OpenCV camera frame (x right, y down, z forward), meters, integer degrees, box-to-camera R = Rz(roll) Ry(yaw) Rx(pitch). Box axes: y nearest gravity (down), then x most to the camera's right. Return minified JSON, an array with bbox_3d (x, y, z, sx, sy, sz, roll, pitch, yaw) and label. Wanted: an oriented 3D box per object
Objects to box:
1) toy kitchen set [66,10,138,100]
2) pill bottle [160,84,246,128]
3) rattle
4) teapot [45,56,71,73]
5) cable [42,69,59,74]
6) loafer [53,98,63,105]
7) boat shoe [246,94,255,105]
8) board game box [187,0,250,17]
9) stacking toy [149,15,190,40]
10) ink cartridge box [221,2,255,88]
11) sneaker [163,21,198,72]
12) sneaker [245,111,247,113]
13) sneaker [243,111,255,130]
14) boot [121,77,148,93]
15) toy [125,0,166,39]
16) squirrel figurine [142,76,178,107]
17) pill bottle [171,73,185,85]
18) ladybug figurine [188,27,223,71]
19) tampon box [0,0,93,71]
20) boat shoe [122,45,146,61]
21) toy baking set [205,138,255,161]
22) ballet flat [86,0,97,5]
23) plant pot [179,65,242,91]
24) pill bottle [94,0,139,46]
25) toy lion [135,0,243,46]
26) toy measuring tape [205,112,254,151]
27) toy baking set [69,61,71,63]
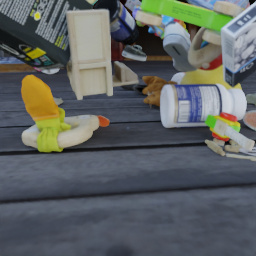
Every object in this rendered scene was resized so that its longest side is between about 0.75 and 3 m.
[{"bbox_3d":[-0.619,-1.897,6.726,1.648,1.822,2.019,-9,28,-15],"label":"toy kitchen set"},{"bbox_3d":[2.290,-0.692,8.716,2.399,1.332,1.332,-1,17,-5],"label":"pill bottle"},{"bbox_3d":[-1.593,-0.562,7.583,1.754,1.925,2.694,-11,12,42],"label":"rattle"},{"bbox_3d":[-2.555,-3.357,9.418,1.824,2.498,2.465,-29,15,-19],"label":"teapot"},{"bbox_3d":[-6.731,-5.508,23.389,2.231,2.231,0.772,-1,53,11],"label":"cable"},{"bbox_3d":[-3.429,-1.189,11.924,1.277,0.436,0.483,-4,17,-12],"label":"loafer"},{"bbox_3d":[5.540,-1.202,11.830,0.483,0.513,1.429,-5,15,-3],"label":"boat shoe"},{"bbox_3d":[3.260,-3.681,9.228,2.511,0.775,2.510,35,17,-29],"label":"board game box"},{"bbox_3d":[1.948,-3.577,10.948,2.150,1.180,1.248,39,-18,-30],"label":"stacking toy"},{"bbox_3d":[2.543,-1.758,5.272,0.373,1.717,1.701,52,2,30],"label":"ink cartridge box"},{"bbox_3d":[1.697,-2.412,8.517,0.837,0.812,2.292,1,-12,24],"label":"sneaker"},{"bbox_3d":[4.078,-0.706,10.341,0.806,0.428,0.301,15,23,41],"label":"sneaker"},{"bbox_3d":[4.371,-0.149,8.333,1.750,0.625,0.699,16,15,36],"label":"sneaker"},{"bbox_3d":[0.521,-2.266,14.901,2.273,0.787,1.979,5,17,8],"label":"boot"},{"bbox_3d":[0.581,-3.619,9.467,1.712,0.404,0.986,34,-4,-13],"label":"toy"},{"bbox_3d":[1.453,-1.417,11.547,1.707,1.208,1.593,-4,24,-2],"label":"squirrel figurine"},{"bbox_3d":[3.207,-1.922,12.819,2.305,1.316,1.316,-9,19,-29],"label":"pill bottle"},{"bbox_3d":[2.247,-2.168,7.368,1.301,0.690,1.917,-17,40,50],"label":"ladybug figurine"},{"bbox_3d":[-2.436,-2.527,6.091,2.448,1.545,1.834,26,-9,-35],"label":"tampon box"},{"bbox_3d":[0.307,-2.642,9.782,0.488,0.440,1.381,31,22,21],"label":"boat shoe"},{"bbox_3d":[2.585,0.480,6.864,1.102,0.167,1.435,-2,17,-6],"label":"toy baking set"},{"bbox_3d":[-1.600,-3.357,7.791,1.929,0.682,0.682,-43,23,0],"label":"ballet flat"},{"bbox_3d":[3.126,-1.305,10.094,2.164,2.164,1.536,-10,43,-30],"label":"plant pot"},{"bbox_3d":[-0.265,-2.885,7.766,0.799,0.799,1.429,9,-8,28],"label":"pill bottle"},{"bbox_3d":[1.435,-2.436,6.009,2.207,0.758,2.115,18,27,5],"label":"toy lion"},{"bbox_3d":[2.701,0.098,7.153,0.788,0.788,2.141,-4,20,-13],"label":"toy measuring tape"},{"bbox_3d":[-2.412,-2.988,11.031,1.095,1.427,0.166,11,22,14],"label":"toy baking set"}]
